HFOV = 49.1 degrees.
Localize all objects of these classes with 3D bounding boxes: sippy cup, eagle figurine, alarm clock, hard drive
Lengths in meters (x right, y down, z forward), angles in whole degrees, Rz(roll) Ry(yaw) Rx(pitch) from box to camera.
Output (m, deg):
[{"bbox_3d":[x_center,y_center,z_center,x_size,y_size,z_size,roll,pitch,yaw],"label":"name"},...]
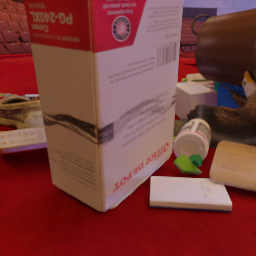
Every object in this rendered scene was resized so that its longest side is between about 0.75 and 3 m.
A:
[{"bbox_3d":[3.657,-0.941,8.217,1.625,1.742,2.218,2,24,-33],"label":"sippy cup"},{"bbox_3d":[2.675,-0.361,6.109,1.767,1.757,2.328,12,-11,-20],"label":"eagle figurine"},{"bbox_3d":[3.104,-2.461,8.761,2.989,2.016,0.995,31,30,-24],"label":"alarm clock"},{"bbox_3d":[0.928,1.008,4.368,1.158,0.147,0.764,2,18,5],"label":"hard drive"}]

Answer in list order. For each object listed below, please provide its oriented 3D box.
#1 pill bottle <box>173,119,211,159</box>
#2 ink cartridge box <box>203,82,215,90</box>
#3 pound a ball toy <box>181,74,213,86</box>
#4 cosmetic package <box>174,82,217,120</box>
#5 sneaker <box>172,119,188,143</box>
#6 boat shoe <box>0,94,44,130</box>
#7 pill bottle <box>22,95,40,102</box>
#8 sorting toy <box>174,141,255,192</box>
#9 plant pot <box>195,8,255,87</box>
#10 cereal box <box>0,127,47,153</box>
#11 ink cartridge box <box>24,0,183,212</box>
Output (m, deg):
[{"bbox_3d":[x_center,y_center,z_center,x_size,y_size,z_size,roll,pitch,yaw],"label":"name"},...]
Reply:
[{"bbox_3d":[1.388,0.239,5.893,0.665,0.665,1.168,7,19,20],"label":"pill bottle"},{"bbox_3d":[3.134,-1.205,9.961,0.341,0.869,1.836,28,31,34],"label":"ink cartridge box"},{"bbox_3d":[3.366,-1.968,12.907,1.773,0.753,1.156,-3,-7,-10],"label":"pound a ball toy"},{"bbox_3d":[1.906,-0.736,8.323,0.791,1.004,1.866,-6,19,-6],"label":"cosmetic package"},{"bbox_3d":[0.744,-0.053,6.645,1.859,0.753,0.687,-10,21,-28],"label":"sneaker"},{"bbox_3d":[-2.934,-0.544,7.825,1.098,0.939,2.995,-18,25,-41],"label":"boat shoe"},{"bbox_3d":[-3.382,-0.917,9.755,0.916,0.486,0.486,-3,18,-9],"label":"pill bottle"},{"bbox_3d":[1.933,0.677,5.061,2.083,0.307,1.540,11,22,20],"label":"sorting toy"},{"bbox_3d":[2.892,-1.847,6.529,2.151,2.151,2.129,-14,22,-37],"label":"plant pot"},{"bbox_3d":[-1.711,0.206,5.737,1.781,0.352,1.282,-8,-5,-25],"label":"cereal box"},{"bbox_3d":[-0.209,-0.571,4.372,1.217,2.920,2.121,17,30,32],"label":"ink cartridge box"}]
